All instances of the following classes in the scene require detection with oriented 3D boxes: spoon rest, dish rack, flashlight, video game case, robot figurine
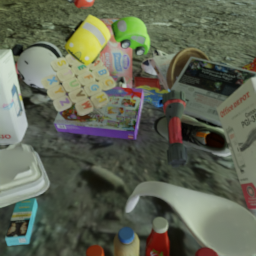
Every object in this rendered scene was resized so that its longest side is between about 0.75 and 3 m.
[{"bbox_3d":[1.285,1.774,5.760,2.812,0.852,1.397,14,36,21],"label":"spoon rest"},{"bbox_3d":[-3.395,1.136,6.781,2.577,0.561,2.212,-15,29,-23],"label":"dish rack"},{"bbox_3d":[1.297,-0.016,7.595,0.687,0.685,2.023,-20,57,35],"label":"flashlight"},{"bbox_3d":[2.077,-2.392,11.824,1.802,0.410,1.634,-15,63,-21],"label":"video game case"},{"bbox_3d":[-3.538,-2.575,11.410,1.996,1.657,2.656,-5,25,-7],"label":"robot figurine"},{"bbox_3d":[2.633,-1.217,9.072,2.327,0.272,2.116,23,71,28],"label":"video game case"}]

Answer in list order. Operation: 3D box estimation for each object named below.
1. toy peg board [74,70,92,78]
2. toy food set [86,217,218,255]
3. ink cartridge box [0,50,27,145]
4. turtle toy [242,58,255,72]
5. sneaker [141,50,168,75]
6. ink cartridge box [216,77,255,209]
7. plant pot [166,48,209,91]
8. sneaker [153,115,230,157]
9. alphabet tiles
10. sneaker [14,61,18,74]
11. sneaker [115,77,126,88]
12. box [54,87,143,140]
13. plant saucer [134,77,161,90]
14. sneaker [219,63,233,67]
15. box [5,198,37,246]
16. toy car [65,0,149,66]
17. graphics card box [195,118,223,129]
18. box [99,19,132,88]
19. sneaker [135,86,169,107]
[{"bbox_3d":[-1.828,-2.302,11.844,0.562,1.149,1.144,43,19,-12],"label":"toy peg board"},{"bbox_3d":[0.603,2.310,4.662,2.562,1.153,1.223,7,34,10],"label":"toy food set"},{"bbox_3d":[-4.198,-0.837,8.093,1.895,2.607,1.141,-2,31,-2],"label":"ink cartridge box"},{"bbox_3d":[4.683,-1.662,9.565,2.967,1.500,2.162,-29,31,14],"label":"turtle toy"},{"bbox_3d":[1.252,-3.120,13.135,2.050,0.818,1.334,-18,37,-26],"label":"sneaker"},{"bbox_3d":[2.997,0.337,5.922,1.051,1.861,2.540,-12,76,-7],"label":"ink cartridge box"},{"bbox_3d":[2.120,-1.865,10.430,2.041,2.041,0.942,-20,14,-27],"label":"plant pot"},{"bbox_3d":[1.825,0.126,7.917,2.392,0.884,0.949,17,1,25],"label":"sneaker"},{"bbox_3d":[-1.570,-1.458,8.944,2.107,0.157,2.155,-26,73,-19],"label":"alphabet tiles"},{"bbox_3d":[-4.658,-3.172,13.168,1.020,0.866,2.351,4,34,8],"label":"sneaker"},{"bbox_3d":[-0.396,-1.141,10.078,0.714,0.835,1.917,2,42,0],"label":"sneaker"},{"bbox_3d":[-0.883,-0.580,9.099,2.576,0.504,1.763,6,56,9],"label":"box"},{"bbox_3d":[0.782,-1.785,11.633,1.051,0.193,1.053,4,33,-3],"label":"plant saucer"},{"bbox_3d":[3.506,-2.310,11.562,2.081,0.838,1.524,14,22,12],"label":"sneaker"},{"bbox_3d":[-2.254,1.974,5.966,0.422,0.252,1.025,-4,32,-5],"label":"box"},{"bbox_3d":[-0.366,-2.503,6.572,2.715,0.643,2.885,10,56,-43],"label":"toy car"},{"bbox_3d":[3.014,-0.025,8.819,1.714,0.436,1.075,5,35,5],"label":"graphics card box"},{"bbox_3d":[-0.494,-2.817,11.031,1.236,2.610,1.339,-2,33,-2],"label":"box"},{"bbox_3d":[0.860,-1.158,10.410,1.493,0.565,0.784,3,34,2],"label":"sneaker"}]
